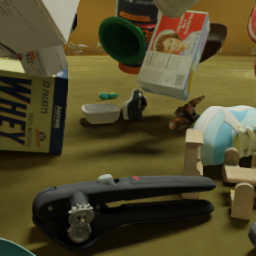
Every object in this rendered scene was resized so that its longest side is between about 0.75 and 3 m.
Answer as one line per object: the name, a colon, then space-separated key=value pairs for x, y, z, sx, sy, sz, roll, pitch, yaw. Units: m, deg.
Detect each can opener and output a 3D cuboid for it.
can opener: x=0.044 y=0.966 z=3.771 sx=2.593 sy=0.822 sz=1.019 roll=-5 pitch=17 yaw=-14

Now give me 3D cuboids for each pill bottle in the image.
pill bottle: x=0.295 y=-3.337 z=9.580 sx=1.558 sy=2.933 sz=1.558 roll=4 pitch=41 yaw=-4

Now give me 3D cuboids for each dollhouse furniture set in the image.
dollhouse furniture set: x=1.687 y=0.630 z=4.536 sx=1.537 sy=1.000 sz=1.412 roll=4 pitch=18 yaw=12

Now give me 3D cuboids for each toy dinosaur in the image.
toy dinosaur: x=1.723 y=-0.364 z=7.825 sx=1.285 sy=0.872 sz=0.657 roll=-39 pitch=30 yaw=13

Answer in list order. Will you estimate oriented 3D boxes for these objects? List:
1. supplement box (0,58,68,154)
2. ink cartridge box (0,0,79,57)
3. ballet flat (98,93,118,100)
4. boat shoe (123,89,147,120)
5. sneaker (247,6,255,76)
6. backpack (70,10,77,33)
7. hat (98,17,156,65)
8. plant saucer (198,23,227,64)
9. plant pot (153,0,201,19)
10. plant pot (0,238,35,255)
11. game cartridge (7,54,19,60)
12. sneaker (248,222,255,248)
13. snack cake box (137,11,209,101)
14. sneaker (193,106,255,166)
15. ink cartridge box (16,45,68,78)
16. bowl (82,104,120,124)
supplement box: x=-2.872 y=-0.711 z=6.923 sx=2.610 sy=1.754 sz=2.612 roll=5 pitch=16 yaw=-14
ink cartridge box: x=-2.144 y=-2.189 z=4.678 sx=2.566 sy=1.874 sz=1.082 roll=-3 pitch=-29 yaw=20
ballet flat: x=-0.889 y=-1.364 z=12.158 sx=0.912 sy=0.305 sz=0.306 roll=-6 pitch=-3 yaw=-27
boat shoe: x=0.341 y=-0.798 z=9.607 sx=0.621 sy=0.779 sz=2.059 roll=3 pitch=29 yaw=12
sneaker: x=4.532 y=-2.838 z=8.633 sx=1.046 sy=2.838 sz=1.231 roll=2 pitch=-19 yaw=-3
backpack: x=-2.510 y=-4.182 z=9.818 sx=1.832 sy=1.943 sz=2.382 roll=-10 pitch=11 yaw=10
hat: x=0.235 y=-2.879 z=8.395 sx=1.753 sy=1.452 sz=1.543 roll=33 pitch=55 yaw=2
plant saucer: x=1.816 y=-2.325 z=8.653 sx=2.594 sy=0.416 sz=2.594 roll=-16 pitch=-8 yaw=-2
plant pot: x=1.209 y=-2.902 z=5.465 sx=1.202 sy=1.202 sz=1.101 roll=-14 pitch=10 yaw=-37
plant pot: x=-0.986 y=1.472 z=2.229 sx=0.660 sy=0.979 sz=0.979 roll=-50 pitch=38 yaw=-14
game cartridge: x=-2.823 y=-2.319 z=8.463 sx=1.567 sy=2.351 sz=0.476 roll=-11 pitch=59 yaw=-7
sneaker: x=2.432 y=1.135 z=3.151 sx=2.129 sy=0.862 sz=0.787 roll=0 pitch=17 yaw=-1
snack cake box: x=1.133 y=-1.827 z=6.891 sx=1.179 sy=2.050 sz=0.689 roll=16 pitch=-10 yaw=23
sneaker: x=2.691 y=0.186 z=5.671 sx=1.951 sy=1.188 sz=2.988 roll=14 pitch=23 yaw=42
ink cartridge box: x=-1.644 y=-1.340 z=5.363 sx=0.762 sy=0.554 sz=0.551 roll=13 pitch=40 yaw=35
bowl: x=-0.871 y=-0.446 z=8.912 sx=1.151 sy=0.430 sz=1.149 roll=-3 pitch=18 yaw=-14
